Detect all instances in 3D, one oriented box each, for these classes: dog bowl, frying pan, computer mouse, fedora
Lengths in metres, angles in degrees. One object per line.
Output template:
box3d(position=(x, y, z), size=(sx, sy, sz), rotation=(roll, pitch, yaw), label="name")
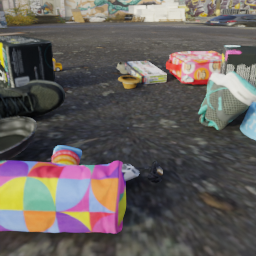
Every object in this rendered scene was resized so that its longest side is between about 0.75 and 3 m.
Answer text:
box3d(position=(4.179, -0.274, 7.066), size=(2.747, 0.681, 1.531), rotation=(-10, 26, -20), label="dog bowl")
box3d(position=(-3.151, 0.427, 5.387), size=(2.832, 0.461, 1.713), rotation=(-19, 28, -14), label="frying pan")
box3d(position=(-0.064, 0.824, 4.926), size=(1.354, 0.297, 0.742), rotation=(-3, 10, -1), label="computer mouse")
box3d(position=(0.048, -1.739, 10.762), size=(0.917, 0.374, 0.917), rotation=(2, 26, -1), label="fedora")

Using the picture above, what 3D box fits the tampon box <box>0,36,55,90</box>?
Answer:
box3d(position=(-4.004, -2.292, 10.197), size=(1.535, 1.822, 2.431), rotation=(-21, 32, -40), label="tampon box")

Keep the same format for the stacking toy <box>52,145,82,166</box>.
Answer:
box3d(position=(-1.143, 0.803, 4.975), size=(0.514, 0.544, 0.937), rotation=(13, 37, -15), label="stacking toy")

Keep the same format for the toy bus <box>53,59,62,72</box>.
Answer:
box3d(position=(-3.900, -2.955, 13.277), size=(1.441, 0.564, 0.469), rotation=(-11, 26, -23), label="toy bus")

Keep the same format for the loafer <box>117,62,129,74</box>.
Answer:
box3d(position=(-0.226, -2.804, 13.127), size=(0.375, 0.339, 0.992), rotation=(-15, 37, -30), label="loafer")

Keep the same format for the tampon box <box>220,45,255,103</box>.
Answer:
box3d(position=(4.485, -1.839, 9.439), size=(2.567, 1.621, 1.924), rotation=(5, 24, 12), label="tampon box")

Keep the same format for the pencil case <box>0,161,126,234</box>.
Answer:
box3d(position=(-1.233, 0.917, 3.979), size=(2.429, 1.073, 1.073), rotation=(3, 24, 3), label="pencil case")

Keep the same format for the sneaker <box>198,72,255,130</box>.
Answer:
box3d(position=(2.306, -0.654, 7.258), size=(1.127, 1.325, 2.905), rotation=(40, 11, 4), label="sneaker")

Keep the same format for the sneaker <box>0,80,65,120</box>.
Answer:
box3d(position=(-3.044, -0.541, 7.303), size=(2.704, 1.034, 1.549), rotation=(-5, 26, -4), label="sneaker")

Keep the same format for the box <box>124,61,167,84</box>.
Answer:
box3d(position=(0.707, -2.444, 12.144), size=(1.133, 0.357, 2.059), rotation=(-8, 30, -18), label="box")

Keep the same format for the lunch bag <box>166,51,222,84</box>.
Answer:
box3d(position=(2.784, -2.601, 11.813), size=(2.336, 1.086, 2.652), rotation=(-3, 24, -6), label="lunch bag")
